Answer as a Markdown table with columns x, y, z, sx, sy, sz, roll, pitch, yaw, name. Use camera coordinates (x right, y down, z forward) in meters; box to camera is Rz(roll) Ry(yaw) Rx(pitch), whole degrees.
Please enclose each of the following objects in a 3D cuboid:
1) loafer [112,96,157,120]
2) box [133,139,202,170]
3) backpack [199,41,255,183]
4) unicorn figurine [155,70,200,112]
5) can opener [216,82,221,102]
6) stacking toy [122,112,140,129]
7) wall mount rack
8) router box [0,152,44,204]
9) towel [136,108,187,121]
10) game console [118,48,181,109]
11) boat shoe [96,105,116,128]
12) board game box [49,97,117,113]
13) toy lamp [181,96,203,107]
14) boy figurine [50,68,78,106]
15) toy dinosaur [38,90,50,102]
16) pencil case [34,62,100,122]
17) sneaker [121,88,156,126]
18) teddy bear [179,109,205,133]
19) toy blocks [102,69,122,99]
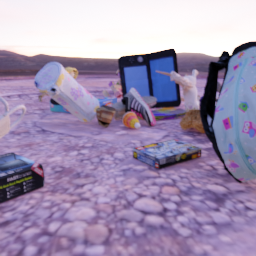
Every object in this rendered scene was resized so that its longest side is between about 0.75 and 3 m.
| x | y | z | sx | sy | sz | roll | pitch | yaw | name |
| --- | --- | --- | --- | --- | --- | --- | --- | --- | --- |
| 0.253 | -0.833 | 11.619 | 2.037 | 0.640 | 0.732 | -14 | 32 | -25 | loafer |
| 0.958 | 0.609 | 6.879 | 1.425 | 0.284 | 0.975 | -9 | 16 | -34 | box |
| 2.692 | -0.336 | 5.595 | 1.822 | 2.402 | 2.878 | -26 | 22 | 45 | backpack |
| 2.310 | -1.502 | 10.944 | 0.990 | 2.681 | 1.842 | -21 | 19 | 29 | unicorn figurine |
| 4.162 | -1.423 | 12.769 | 0.673 | 0.850 | 2.559 | 31 | 5 | 28 | can opener |
| 0.195 | -0.189 | 9.747 | 0.577 | 0.577 | 0.790 | -7 | 22 | -26 | stacking toy |
| -3.346 | 0.155 | 6.221 | 0.803 | 1.872 | 2.154 | 39 | 52 | 5 | wall mount rack |
| -2.484 | 0.946 | 5.085 | 1.138 | 0.472 | 1.519 | 11 | 17 | 38 | router box |
| 1.422 | -0.636 | 12.122 | 2.291 | 0.261 | 1.646 | -8 | 17 | -32 | towel |
| 0.915 | -2.071 | 12.428 | 2.228 | 2.586 | 1.535 | -10 | 8 | -19 | game console |
| -0.874 | -0.355 | 9.953 | 0.658 | 0.642 | 1.739 | 14 | -8 | -7 | boat shoe |
| -2.098 | -1.127 | 13.438 | 2.600 | 0.585 | 1.978 | 6 | 15 | 25 | board game box |
| 3.009 | -1.525 | 14.926 | 0.730 | 0.730 | 2.507 | -12 | 19 | -42 | toy lamp |
| -2.829 | -1.902 | 12.366 | 0.745 | 1.438 | 2.313 | 5 | 39 | 6 | boy figurine |
| -4.821 | -2.263 | 17.144 | 1.176 | 0.677 | 2.326 | 3 | 26 | -1 | toy dinosaur |
| -2.083 | -1.193 | 10.060 | 1.206 | 1.105 | 2.659 | 47 | 2 | 35 | pencil case |
| 0.335 | -0.658 | 10.584 | 0.826 | 0.697 | 1.889 | -34 | 59 | 1 | sneaker |
| 2.658 | -0.184 | 9.472 | 1.837 | 0.846 | 2.534 | 4 | 4 | -15 | teddy bear |
| -0.048 | -1.770 | 14.319 | 1.725 | 1.846 | 1.554 | -3 | 54 | -47 | toy blocks |
